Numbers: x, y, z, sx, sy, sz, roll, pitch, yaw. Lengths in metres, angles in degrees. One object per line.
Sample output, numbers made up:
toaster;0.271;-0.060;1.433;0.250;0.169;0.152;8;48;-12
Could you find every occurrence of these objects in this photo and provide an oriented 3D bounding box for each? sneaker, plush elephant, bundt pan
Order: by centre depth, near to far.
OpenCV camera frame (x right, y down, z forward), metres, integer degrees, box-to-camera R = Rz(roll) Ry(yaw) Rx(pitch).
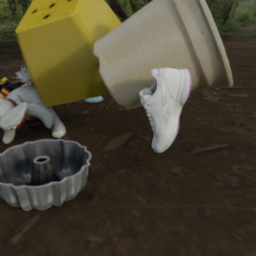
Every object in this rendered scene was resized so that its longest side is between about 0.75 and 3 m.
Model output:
sneaker;0.580;-0.326;5.253;0.863;1.732;0.648;8;29;-5
bundt pan;-1.895;1.059;6.302;2.188;0.821;2.188;-1;22;0
plush elephant;-3.429;-0.414;8.618;2.038;2.475;1.916;26;51;34
sneaker;-5.395;-1.430;11.730;2.841;1.278;0.994;-21;30;-41

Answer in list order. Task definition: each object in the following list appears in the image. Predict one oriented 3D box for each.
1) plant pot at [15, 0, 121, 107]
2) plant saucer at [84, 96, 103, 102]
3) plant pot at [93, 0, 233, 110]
plant pot;-1.615;-2.485;8.071;2.598;2.292;2.598;-9;50;19
plant saucer;-1.634;-1.410;13.171;0.897;0.161;0.897;0;22;0
plant pot;0.634;-1.565;6.047;2.311;2.525;2.525;-24;17;16
